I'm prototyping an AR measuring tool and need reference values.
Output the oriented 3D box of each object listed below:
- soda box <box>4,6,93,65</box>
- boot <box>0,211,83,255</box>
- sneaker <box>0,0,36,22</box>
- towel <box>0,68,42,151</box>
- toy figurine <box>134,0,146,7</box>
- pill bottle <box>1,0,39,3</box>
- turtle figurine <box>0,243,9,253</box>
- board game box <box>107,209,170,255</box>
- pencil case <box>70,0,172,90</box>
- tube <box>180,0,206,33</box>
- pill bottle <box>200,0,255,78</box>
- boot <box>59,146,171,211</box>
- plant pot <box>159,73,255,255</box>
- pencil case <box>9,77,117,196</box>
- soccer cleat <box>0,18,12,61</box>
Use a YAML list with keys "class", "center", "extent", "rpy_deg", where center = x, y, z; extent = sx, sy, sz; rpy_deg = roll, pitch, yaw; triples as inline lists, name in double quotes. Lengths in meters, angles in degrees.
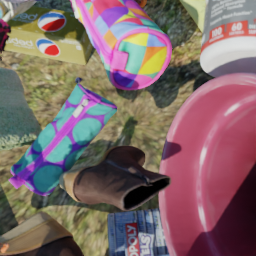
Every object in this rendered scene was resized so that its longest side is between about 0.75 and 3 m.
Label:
- class: "soda box"
  center: [-2.534, -2.706, 7.925]
  extent: [2.984, 0.955, 1.011]
  rpy_deg: [11, 63, 6]
- class: "boot"
  center: [-1.621, 2.560, 4.030]
  extent: [2.339, 0.846, 1.945]
  rpy_deg: [-34, 61, -21]
- class: "sneaker"
  center: [-2.924, -2.901, 6.521]
  extent: [1.044, 0.989, 2.586]
  rpy_deg: [21, 56, 35]
- class: "towel"
  center: [-2.143, -0.320, 3.813]
  extent: [0.368, 2.015, 1.495]
  rpy_deg: [-36, 74, 26]
- class: "toy figurine"
  center: [-0.132, -4.172, 8.629]
  extent: [2.340, 1.756, 2.153]
  rpy_deg: [24, 78, -15]
- class: "pill bottle"
  center: [-1.957, -2.930, 5.006]
  extent: [1.255, 1.255, 2.170]
  rpy_deg: [4, 26, 2]
- class: "turtle figurine"
  center: [-1.639, 1.255, 2.580]
  extent: [1.082, 1.342, 0.432]
  rpy_deg: [21, 77, -12]
- class: "board game box"
  center: [0.133, 2.587, 5.465]
  extent: [1.934, 0.597, 1.935]
  rpy_deg: [-5, 64, -3]
- class: "pencil case"
  center: [-0.306, -1.983, 5.398]
  extent: [1.292, 1.292, 2.924]
  rpy_deg: [-21, 49, -10]
- class: "tube"
  center: [2.174, -3.847, 8.699]
  extent: [0.793, 0.710, 2.734]
  rpy_deg: [10, 50, -39]
- class: "pill bottle"
  center: [1.486, -1.556, 3.571]
  extent: [0.991, 0.991, 1.711]
  rpy_deg: [7, 77, 4]
- class: "boot"
  center: [0.044, 0.677, 3.908]
  extent: [1.683, 1.400, 0.609]
  rpy_deg: [-15, 102, -44]
- class: "plant pot"
  center: [1.993, 0.818, 3.352]
  extent: [2.380, 2.659, 2.659]
  rpy_deg: [5, 61, -20]
- class: "pencil case"
  center: [-0.923, 0.151, 4.017]
  extent: [0.710, 0.771, 1.669]
  rpy_deg: [39, 93, 9]
- class: "soccer cleat"
  center: [-2.552, -1.639, 4.627]
  extent: [0.958, 2.220, 0.775]
  rpy_deg: [20, 91, -19]
